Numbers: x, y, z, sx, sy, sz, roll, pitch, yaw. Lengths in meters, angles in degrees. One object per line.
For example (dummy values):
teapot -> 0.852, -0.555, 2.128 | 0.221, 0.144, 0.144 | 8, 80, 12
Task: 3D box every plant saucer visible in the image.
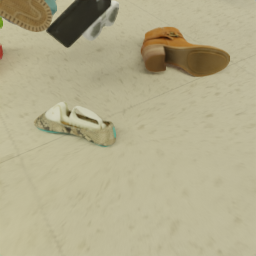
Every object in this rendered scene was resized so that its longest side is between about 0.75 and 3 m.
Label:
plant saucer -> -2.293, -4.085, 6.719 | 0.266, 2.801, 0.979 | -18, 10, -29

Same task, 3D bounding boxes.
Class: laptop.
laptop -> -1.061, -3.163, 5.901 | 2.439, 1.413, 2.283 | -43, 8, 4

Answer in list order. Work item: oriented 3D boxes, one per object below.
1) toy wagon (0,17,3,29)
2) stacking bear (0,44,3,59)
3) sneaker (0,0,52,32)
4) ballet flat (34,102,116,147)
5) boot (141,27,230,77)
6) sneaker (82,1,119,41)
toy wagon -> -2.881, -2.663, 5.824 | 0.466, 1.826, 2.354 | 29, 80, -15
stacking bear -> -5.748, -2.449, 8.642 | 2.865, 1.629, 1.740 | -6, 45, 1
sneaker -> -1.972, -2.010, 3.912 | 1.822, 0.639, 0.988 | 30, 9, -30
ballet flat -> -1.318, -0.199, 6.807 | 2.225, 0.838, 0.755 | 15, 40, 15
boot -> 1.783, -2.610, 9.243 | 2.719, 1.043, 2.111 | -4, 41, 6
sneaker -> -0.969, -3.372, 8.292 | 0.927, 0.727, 1.865 | 31, 52, 10
